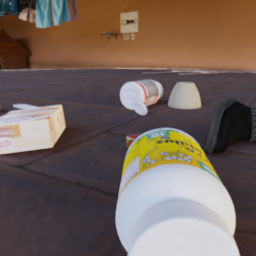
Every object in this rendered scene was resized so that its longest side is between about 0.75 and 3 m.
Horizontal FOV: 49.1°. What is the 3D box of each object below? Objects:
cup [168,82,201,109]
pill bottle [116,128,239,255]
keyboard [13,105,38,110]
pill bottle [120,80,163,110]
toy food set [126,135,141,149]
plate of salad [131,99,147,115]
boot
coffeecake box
[{"bbox_3d":[2.887,-1.686,14.251,1.655,1.184,1.655,0,16,0],"label":"cup"},{"bbox_3d":[0.585,0.989,3.880,1.450,1.450,2.571,1,15,3],"label":"pill bottle"},{"bbox_3d":[-4.716,-0.968,13.626,2.354,0.126,0.663,13,20,39],"label":"keyboard"},{"bbox_3d":[0.778,-1.752,14.183,1.335,1.335,2.412,10,19,33],"label":"pill bottle"},{"bbox_3d":[0.708,0.459,7.744,1.640,0.406,2.580,-7,16,-23],"label":"toy food set"},{"bbox_3d":[0.503,-0.910,12.132,0.831,0.831,0.200,13,47,40],"label":"plate of salad"},{"bbox_3d":[3.563,0.070,7.871,2.296,1.156,3.072,21,36,24],"label":"boot"},{"bbox_3d":[-2.958,-0.014,8.372,1.735,0.826,2.260,-7,14,-2],"label":"coffeecake box"}]
